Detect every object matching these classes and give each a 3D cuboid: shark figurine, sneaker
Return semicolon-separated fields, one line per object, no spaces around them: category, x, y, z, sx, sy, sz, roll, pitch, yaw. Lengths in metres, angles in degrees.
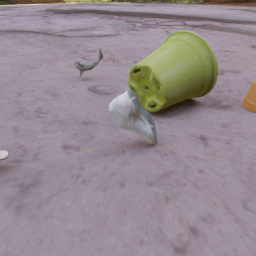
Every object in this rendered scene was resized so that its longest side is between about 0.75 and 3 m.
shark figurine;-1.694;-2.607;11.284;1.557;0.650;0.930;-8;65;30
sneaker;0.173;-0.184;6.913;0.693;1.730;0.608;-23;38;20

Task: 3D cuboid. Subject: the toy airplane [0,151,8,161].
toy airplane;-3.448;0.639;6.017;1.220;0.865;1.226;17;32;25

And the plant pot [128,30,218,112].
plant pot;1.254;-1.629;8.913;2.149;2.337;2.337;-33;42;-33

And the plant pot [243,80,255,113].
plant pot;4.446;-1.075;9.118;1.214;0.849;1.214;-2;29;1
